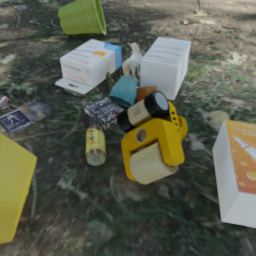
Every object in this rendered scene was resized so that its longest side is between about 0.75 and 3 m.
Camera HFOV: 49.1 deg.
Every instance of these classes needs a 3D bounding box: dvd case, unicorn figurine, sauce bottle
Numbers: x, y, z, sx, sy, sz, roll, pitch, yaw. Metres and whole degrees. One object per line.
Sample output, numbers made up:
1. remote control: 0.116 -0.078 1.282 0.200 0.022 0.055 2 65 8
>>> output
1. dvd case: -3.948 -0.220 9.702 0.855 0.092 1.150 -32 50 -30
2. unicorn figurine: 0.286 -2.731 11.675 0.733 1.363 1.984 -12 26 24
3. sauce bottle: -1.020 0.341 8.677 0.585 0.585 1.808 -5 40 -5

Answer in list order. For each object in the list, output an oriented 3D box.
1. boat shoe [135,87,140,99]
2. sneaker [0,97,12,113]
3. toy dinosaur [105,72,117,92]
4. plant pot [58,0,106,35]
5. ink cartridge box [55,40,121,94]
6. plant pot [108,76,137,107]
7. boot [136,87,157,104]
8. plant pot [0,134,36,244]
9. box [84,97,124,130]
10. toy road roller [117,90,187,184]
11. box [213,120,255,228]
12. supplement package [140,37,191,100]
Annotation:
1. boat shoe: 0.472 -1.262 10.682 1.375 0.497 0.498 12 46 29
2. sneaker: -4.514 -0.744 10.129 0.384 0.362 0.939 25 52 -10
3. toy dinosaur: -0.544 -1.777 11.342 0.656 0.354 1.490 -14 46 2
4. plant pot: -2.529 -5.969 15.127 2.137 2.251 2.251 -10 40 8
5. ink cartridge box: -1.684 -2.681 11.918 1.634 0.963 2.838 20 44 22
6. plant pot: -0.102 -1.349 10.110 0.947 0.947 0.890 19 80 20
7. boot: 0.932 -0.815 9.908 1.450 0.527 1.540 -3 53 16
8. plant pot: -3.290 1.391 6.277 1.941 2.201 2.201 17 38 -13
9. box: -0.796 -0.556 9.924 0.990 0.312 1.255 -29 48 -30
10. toy road roller: 0.904 0.311 7.963 1.820 1.532 2.493 19 53 -41
11. box: 3.198 1.116 7.182 1.571 1.231 2.526 8 41 3
12. supplement package: 1.511 -2.450 11.263 1.451 1.446 2.474 14 42 16
